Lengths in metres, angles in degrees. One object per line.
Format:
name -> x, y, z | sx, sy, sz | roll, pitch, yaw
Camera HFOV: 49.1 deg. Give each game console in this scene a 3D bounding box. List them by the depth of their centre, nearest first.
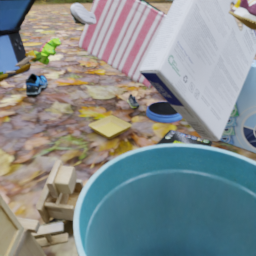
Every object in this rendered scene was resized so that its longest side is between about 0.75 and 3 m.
game console -> -3.777, -2.636, 8.481 | 1.537, 2.322, 2.640 | -2, 23, 27

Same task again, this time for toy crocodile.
toy crocodile -> -2.766, -2.698, 9.665 | 0.514, 0.562, 1.664 | 30, 40, -14

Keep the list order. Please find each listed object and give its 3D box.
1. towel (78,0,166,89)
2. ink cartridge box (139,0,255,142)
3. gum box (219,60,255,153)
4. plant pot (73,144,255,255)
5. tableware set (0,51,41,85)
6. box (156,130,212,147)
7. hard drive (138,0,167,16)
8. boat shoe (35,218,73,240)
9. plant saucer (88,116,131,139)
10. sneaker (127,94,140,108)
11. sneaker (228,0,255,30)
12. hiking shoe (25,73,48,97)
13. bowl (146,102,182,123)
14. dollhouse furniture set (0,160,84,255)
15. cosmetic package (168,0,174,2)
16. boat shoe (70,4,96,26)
towel -> 0.018, -2.356, 7.266 | 2.447, 1.791, 0.366 | 32, 23, 6
ink cartridge box -> 1.720, -1.539, 5.985 | 0.607, 2.752, 2.803 | 12, 70, 46
gum box -> 3.880, -0.415, 7.523 | 2.882, 2.448, 0.642 | 21, 36, 33
plant pot -> 0.724, 1.875, 3.543 | 2.550, 2.396, 2.550 | 0, 30, 0
tableware set -> -2.859, -1.468, 6.965 | 1.493, 0.229, 1.006 | -32, 8, 11
box -> 1.528, 0.593, 7.913 | 1.348, 0.320, 1.302 | 16, 31, 27
hard drive -> 0.348, -3.304, 8.787 | 2.903, 0.549, 2.028 | 24, 48, -17
boat shoe -> -1.327, 1.949, 5.496 | 1.170, 0.428, 0.379 | -16, 6, -11
plant saucer -> -0.578, 0.012, 9.014 | 1.025, 0.248, 1.025 | -26, 38, -37
sneaker -> 0.191, -1.020, 10.721 | 0.324, 0.355, 0.877 | -12, 32, -21
sneaker -> 2.198, -1.898, 4.273 | 0.686, 0.825, 1.831 | 24, 26, -20
hiking shoe -> -3.898, -2.009, 12.025 | 0.674, 0.786, 1.813 | -1, 30, -1
bowl -> 1.315, -0.597, 10.075 | 1.327, 0.260, 1.327 | 0, 30, 0
dollhouse furniture set -> -1.815, 1.098, 4.137 | 1.476, 2.656, 2.349 | 4, 45, 8
cosmetic package -> 1.616, -4.871, 9.535 | 1.362, 1.027, 0.352 | 1, 13, -27
boat shoe -> -0.955, -2.199, 5.611 | 0.332, 0.338, 0.937 | -13, 3, 18
